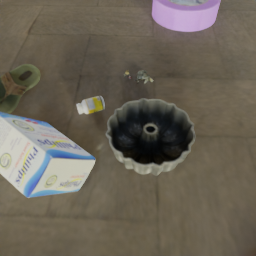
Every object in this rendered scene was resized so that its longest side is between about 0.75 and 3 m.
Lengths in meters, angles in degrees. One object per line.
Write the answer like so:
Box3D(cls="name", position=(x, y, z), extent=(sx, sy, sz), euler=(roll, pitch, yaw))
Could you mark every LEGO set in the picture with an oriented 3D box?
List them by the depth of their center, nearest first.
Box3D(cls="LEGO set", position=(0.381, -1.922, 10.107), extent=(1.089, 0.309, 0.707), euler=(5, 49, 3))

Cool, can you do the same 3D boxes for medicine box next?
Box3D(cls="medicine box", position=(-2.166, 0.636, 6.786), extent=(2.032, 1.851, 1.046), euler=(31, 96, 24))

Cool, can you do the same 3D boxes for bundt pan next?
Box3D(cls="bundt pan", position=(0.596, 0.313, 7.832), extent=(2.417, 0.907, 2.417), euler=(0, 49, 0))

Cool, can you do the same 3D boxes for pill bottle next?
Box3D(cls="pill bottle", position=(-1.200, -0.713, 8.987), extent=(0.834, 0.467, 0.467), euler=(-16, 52, -13))

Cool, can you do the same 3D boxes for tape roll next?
Box3D(cls="tape roll", position=(2.605, -5.615, 12.816), extent=(2.965, 0.973, 2.965), euler=(-1, 50, 1))

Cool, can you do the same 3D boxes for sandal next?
Box3D(cls="sandal", position=(-3.703, -1.423, 9.031), extent=(1.052, 0.756, 2.649), euler=(38, 44, -16))
